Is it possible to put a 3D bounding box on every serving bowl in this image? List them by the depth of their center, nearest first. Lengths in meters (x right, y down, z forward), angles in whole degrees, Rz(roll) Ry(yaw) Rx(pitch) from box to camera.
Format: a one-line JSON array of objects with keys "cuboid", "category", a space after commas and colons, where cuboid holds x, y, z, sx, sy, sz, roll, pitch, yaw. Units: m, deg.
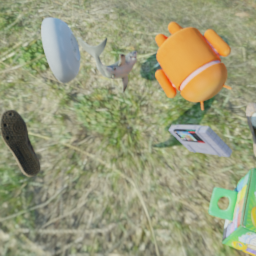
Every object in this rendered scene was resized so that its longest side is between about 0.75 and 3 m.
[{"cuboid": [-2.092, -2.623, 9.385, 0.711, 2.162, 2.162, -11, 55, 7], "category": "serving bowl"}]

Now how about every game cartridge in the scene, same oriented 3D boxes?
[{"cuboid": [1.602, 0.284, 6.470, 0.901, 1.389, 0.267, 38, 76, -20], "category": "game cartridge"}]

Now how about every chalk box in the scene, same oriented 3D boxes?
[{"cuboid": [3.771, 2.439, 7.717, 2.925, 1.811, 1.820, 18, 57, 12], "category": "chalk box"}]

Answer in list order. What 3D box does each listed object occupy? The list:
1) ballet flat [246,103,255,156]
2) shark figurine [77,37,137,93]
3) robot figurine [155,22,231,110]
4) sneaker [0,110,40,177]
[{"cuboid": [3.454, 0.060, 7.245, 0.525, 0.518, 1.541, -11, 82, 3], "category": "ballet flat"}, {"cuboid": [-0.593, -1.657, 7.505, 0.874, 1.251, 2.095, 19, 12, 30], "category": "shark figurine"}, {"cuboid": [1.600, -1.600, 7.170, 1.620, 1.313, 2.252, -28, 75, -12], "category": "robot figurine"}, {"cuboid": [-2.851, 0.437, 7.304, 0.641, 0.687, 1.820, -21, 91, -24], "category": "sneaker"}]
